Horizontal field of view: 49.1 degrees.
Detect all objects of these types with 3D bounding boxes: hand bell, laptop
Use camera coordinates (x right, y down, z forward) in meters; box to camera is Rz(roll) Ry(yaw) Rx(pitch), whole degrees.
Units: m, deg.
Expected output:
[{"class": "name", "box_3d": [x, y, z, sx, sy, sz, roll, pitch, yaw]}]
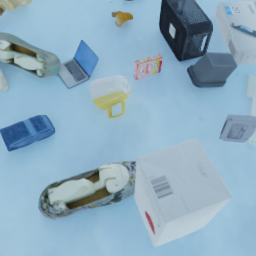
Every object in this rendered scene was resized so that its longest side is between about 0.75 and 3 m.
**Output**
[{"class": "hand bell", "box_3d": [-4.953, -4.473, 10.778, 1.228, 1.228, 2.358, 26, 74, 16]}, {"class": "laptop", "box_3d": [-1.738, -2.125, 9.247, 1.215, 0.704, 1.138, -29, 61, -18]}]

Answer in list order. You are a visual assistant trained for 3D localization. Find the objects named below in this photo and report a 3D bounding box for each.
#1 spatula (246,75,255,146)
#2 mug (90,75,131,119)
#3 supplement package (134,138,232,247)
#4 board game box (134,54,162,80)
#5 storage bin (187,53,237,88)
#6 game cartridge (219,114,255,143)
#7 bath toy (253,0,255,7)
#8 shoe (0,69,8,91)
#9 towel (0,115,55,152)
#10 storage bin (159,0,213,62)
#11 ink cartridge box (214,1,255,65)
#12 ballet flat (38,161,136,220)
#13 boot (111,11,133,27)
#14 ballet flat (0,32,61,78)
[{"class": "spatula", "box_3d": [4.555, -0.472, 8.464, 1.934, 0.223, 2.782, 14, 58, 8]}, {"class": "mug", "box_3d": [-0.394, -0.997, 8.222, 0.960, 1.169, 0.936, -15, 28, 32]}, {"class": "supplement package", "box_3d": [0.974, 1.483, 5.977, 1.329, 2.220, 1.346, -18, 59, -11]}, {"class": "board game box", "box_3d": [0.644, -2.007, 9.181, 0.906, 0.686, 0.210, -19, 59, -11]}, {"class": "storage bin", "box_3d": [2.654, -1.902, 8.736, 1.315, 0.883, 0.957, -5, 64, -27]}, {"class": "game cartridge", "box_3d": [2.847, 0.029, 7.213, 0.756, 1.136, 0.232, 9, 61, 10]}, {"class": "bath toy", "box_3d": [5.742, -4.723, 10.729, 1.809, 0.786, 0.668, 10, 61, 28]}, {"class": "shoe", "box_3d": [-4.718, -2.010, 9.268, 0.649, 0.850, 2.432, 4, 39, -52]}, {"class": "towel", "box_3d": [-2.813, 0.091, 7.857, 1.360, 0.330, 0.760, -25, 66, -27]}, {"class": "storage bin", "box_3d": [1.920, -3.502, 9.732, 0.966, 1.392, 2.059, -15, 58, -10]}, {"class": "ink cartridge box", "box_3d": [4.764, -3.538, 10.152, 2.576, 0.654, 2.924, -3, 55, -1]}, {"class": "ballet flat", "box_3d": [-0.794, 1.420, 6.782, 2.837, 1.020, 1.020, -19, 59, -12]}, {"class": "boot", "box_3d": [-0.139, -4.149, 10.609, 0.752, 0.370, 1.051, -7, 47, -19]}, {"class": "ballet flat", "box_3d": [-3.628, -2.418, 9.188, 2.924, 0.985, 0.931, 21, 31, 12]}]
